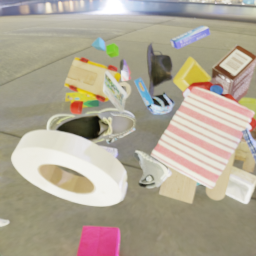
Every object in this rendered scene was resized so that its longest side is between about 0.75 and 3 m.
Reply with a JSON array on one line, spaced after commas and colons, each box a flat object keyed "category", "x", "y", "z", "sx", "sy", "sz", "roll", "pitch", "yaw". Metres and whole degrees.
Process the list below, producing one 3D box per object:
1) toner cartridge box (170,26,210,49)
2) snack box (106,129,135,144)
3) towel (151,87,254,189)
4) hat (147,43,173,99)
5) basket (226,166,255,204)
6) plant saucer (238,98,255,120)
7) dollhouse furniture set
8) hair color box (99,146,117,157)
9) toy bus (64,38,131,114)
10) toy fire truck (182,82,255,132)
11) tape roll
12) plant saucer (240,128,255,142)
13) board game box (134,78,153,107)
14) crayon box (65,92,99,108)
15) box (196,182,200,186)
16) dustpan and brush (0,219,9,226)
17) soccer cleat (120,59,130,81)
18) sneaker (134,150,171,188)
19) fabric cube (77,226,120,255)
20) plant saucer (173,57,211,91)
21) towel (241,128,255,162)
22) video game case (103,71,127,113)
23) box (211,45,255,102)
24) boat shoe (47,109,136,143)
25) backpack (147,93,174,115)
[{"category": "toner cartridge box", "x": 2.307, "y": -3.395, "z": 10.491, "sx": 1.322, "sy": 0.285, "sz": 0.628, "roll": -24, "pitch": 28, "yaw": 0}, {"category": "snack box", "x": -0.372, "y": 0.065, "z": 10.732, "sx": 1.151, "sy": 0.214, "sz": 0.669, "roll": -28, "pitch": 49, "yaw": 5}, {"category": "towel", "x": 1.815, "y": 0.161, "z": 6.811, "sx": 1.648, "sy": 0.337, "sz": 2.252, "roll": 28, "pitch": 74, "yaw": 23}, {"category": "hat", "x": 1.377, "y": -2.396, "z": 11.805, "sx": 1.027, "sy": 2.546, "sz": 2.546, "roll": 2, "pitch": 31, "yaw": 9}, {"category": "basket", "x": 3.766, "y": 1.913, "z": 9.711, "sx": 1.176, "sy": 0.797, "sz": 0.725, "roll": 25, "pitch": 35, "yaw": 35}, {"category": "plant saucer", "x": 6.406, "y": -0.900, "z": 14.660, "sx": 2.198, "sy": 0.342, "sz": 2.198, "roll": -2, "pitch": 35, "yaw": 1}, {"category": "dollhouse furniture set", "x": 3.112, "y": 1.530, "z": 10.573, "sx": 2.844, "sy": 2.436, "sz": 2.990, "roll": 13, "pitch": -1, "yaw": 19}, {"category": "hair color box", "x": -0.933, "y": 1.039, "z": 11.626, "sx": 0.876, "sy": 0.284, "sz": 0.479, "roll": 8, "pitch": 31, "yaw": 16}, {"category": "toy bus", "x": -1.023, "y": -1.668, "z": 10.470, "sx": 2.472, "sy": 2.619, "sz": 1.353, "roll": -26, "pitch": -19, "yaw": 20}, {"category": "toy fire truck", "x": 2.474, "y": -0.546, "z": 7.883, "sx": 1.106, "sy": 1.656, "sz": 1.973, "roll": -39, "pitch": 85, "yaw": -20}, {"category": "tape roll", "x": -1.407, "y": 1.090, "z": 6.880, "sx": 2.825, "sy": 2.825, "sz": 0.516, "roll": 8, "pitch": 54, "yaw": 13}, {"category": "plant saucer", "x": 5.315, "y": 0.258, "z": 12.950, "sx": 1.471, "sy": 0.253, "sz": 1.471, "roll": 0, "pitch": 30, "yaw": 0}, {"category": "board game box", "x": 0.590, "y": -1.342, "z": 10.542, "sx": 0.292, "sy": 1.044, "sz": 1.022, "roll": -26, "pitch": 4, "yaw": 6}, {"category": "crayon box", "x": -2.578, "y": -1.600, "z": 15.804, "sx": 1.840, "sy": 0.467, "sz": 1.168, "roll": -3, "pitch": 31, "yaw": -6}, {"category": "box", "x": 2.317, "y": 1.953, "z": 9.934, "sx": 1.001, "sy": 0.412, "sz": 0.246, "roll": -16, "pitch": 76, "yaw": -24}, {"category": "dustpan and brush", "x": -4.730, "y": 2.900, "z": 8.402, "sx": 2.111, "sy": 0.604, "sz": 1.473, "roll": -11, "pitch": 35, "yaw": -5}, {"category": "soccer cleat", "x": -0.118, "y": -2.577, "z": 12.447, "sx": 0.475, "sy": 1.297, "sz": 0.442, "roll": -7, "pitch": 60, "yaw": -5}, {"category": "sneaker", "x": 0.407, "y": 1.087, "z": 7.088, "sx": 0.753, "sy": 0.490, "sz": 1.305, "roll": -51, "pitch": 39, "yaw": -11}, {"category": "fabric cube", "x": -0.742, "y": 3.277, "z": 7.243, "sx": 0.998, "sy": 0.979, "sz": 0.994, "roll": 2, "pitch": 31, "yaw": 1}, {"category": "plant saucer", "x": 2.455, "y": -1.799, "z": 10.347, "sx": 1.266, "sy": 1.266, "sz": 0.307, "roll": -54, "pitch": 17, "yaw": -16}, {"category": "towel", "x": 2.990, "y": 0.900, "z": 5.924, "sx": 0.204, "sy": 1.236, "sz": 1.707, "roll": -32, "pitch": 39, "yaw": 25}, {"category": "video game case", "x": -0.387, "y": -0.991, "z": 7.863, "sx": 0.104, "sy": 0.860, "sz": 0.943, "roll": -28, "pitch": 66, "yaw": -24}, {"category": "box", "x": 4.158, "y": -1.859, "z": 11.278, "sx": 1.379, "sy": 2.754, "sz": 1.032, "roll": -43, "pitch": 63, "yaw": -6}, {"category": "boat shoe", "x": -0.994, "y": -0.020, "z": 8.690, "sx": 2.861, "sy": 1.023, "sz": 0.855, "roll": -5, "pitch": 13, "yaw": -22}, {"category": "backpack", "x": 1.740, "y": -1.166, "z": 14.657, "sx": 1.233, "sy": 0.909, "sz": 1.351, "roll": -12, "pitch": 32, "yaw": -19}]
